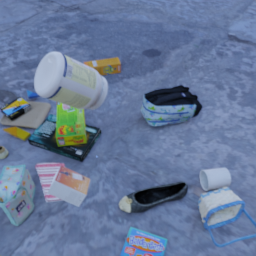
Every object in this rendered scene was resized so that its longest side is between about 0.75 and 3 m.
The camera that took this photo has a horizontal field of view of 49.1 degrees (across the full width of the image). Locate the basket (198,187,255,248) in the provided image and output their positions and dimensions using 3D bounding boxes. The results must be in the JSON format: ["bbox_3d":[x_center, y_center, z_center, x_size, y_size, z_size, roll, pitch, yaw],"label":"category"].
[{"bbox_3d":[3.008,2.731,8.620,1.444,1.139,1.638,-11,37,-9],"label":"basket"}]

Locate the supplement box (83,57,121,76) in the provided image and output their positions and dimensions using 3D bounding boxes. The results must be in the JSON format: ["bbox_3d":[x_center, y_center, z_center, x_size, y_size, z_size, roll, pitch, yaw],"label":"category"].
[{"bbox_3d":[-1.370,-3.218,14.918,1.919,0.639,0.660,-13,47,-12],"label":"supplement box"}]

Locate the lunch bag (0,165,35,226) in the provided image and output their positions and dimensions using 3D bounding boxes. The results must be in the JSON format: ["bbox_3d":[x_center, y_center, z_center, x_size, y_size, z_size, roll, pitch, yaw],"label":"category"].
[{"bbox_3d":[-3.622,2.175,9.044,0.945,1.321,1.550,-6,42,-2],"label":"lunch bag"}]

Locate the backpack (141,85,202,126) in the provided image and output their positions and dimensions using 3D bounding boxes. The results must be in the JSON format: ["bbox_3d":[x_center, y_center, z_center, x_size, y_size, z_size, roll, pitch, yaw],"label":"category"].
[{"bbox_3d":[1.673,-0.953,12.113,2.251,1.730,1.836,0,39,-33],"label":"backpack"}]

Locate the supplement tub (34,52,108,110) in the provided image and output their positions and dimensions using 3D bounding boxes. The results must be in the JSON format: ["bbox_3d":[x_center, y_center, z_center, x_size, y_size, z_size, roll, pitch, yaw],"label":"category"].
[{"bbox_3d":[-1.676,-1.327,8.418,1.866,1.353,1.353,18,28,-44],"label":"supplement tub"}]

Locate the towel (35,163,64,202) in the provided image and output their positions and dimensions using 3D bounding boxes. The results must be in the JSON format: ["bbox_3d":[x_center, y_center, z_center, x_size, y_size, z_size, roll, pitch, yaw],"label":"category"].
[{"bbox_3d":[-2.104,1.558,8.092,0.922,0.188,1.260,6,46,-44],"label":"towel"}]

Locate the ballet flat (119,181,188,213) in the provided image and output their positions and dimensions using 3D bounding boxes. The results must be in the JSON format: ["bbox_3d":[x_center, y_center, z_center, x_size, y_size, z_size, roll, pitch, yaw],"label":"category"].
[{"bbox_3d":[0.850,2.239,9.436,2.437,0.692,0.810,-13,47,-13],"label":"ballet flat"}]

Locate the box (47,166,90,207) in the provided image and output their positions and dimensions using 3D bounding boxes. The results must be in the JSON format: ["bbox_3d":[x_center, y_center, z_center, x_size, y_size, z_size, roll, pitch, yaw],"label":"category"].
[{"bbox_3d":[-1.345,1.333,6.436,0.788,0.419,0.600,28,25,-13],"label":"box"}]

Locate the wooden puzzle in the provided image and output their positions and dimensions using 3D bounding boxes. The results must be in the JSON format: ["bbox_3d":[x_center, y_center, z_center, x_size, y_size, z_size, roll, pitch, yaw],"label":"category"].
[{"bbox_3d":[-4.568,-0.587,12.553,1.897,0.329,2.811,14,47,9],"label":"wooden puzzle"}]

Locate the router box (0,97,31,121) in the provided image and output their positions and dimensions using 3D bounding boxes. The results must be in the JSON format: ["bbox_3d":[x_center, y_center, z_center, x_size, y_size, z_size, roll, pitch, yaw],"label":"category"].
[{"bbox_3d":[-4.976,-0.853,12.399,0.795,0.272,1.066,34,52,19],"label":"router box"}]

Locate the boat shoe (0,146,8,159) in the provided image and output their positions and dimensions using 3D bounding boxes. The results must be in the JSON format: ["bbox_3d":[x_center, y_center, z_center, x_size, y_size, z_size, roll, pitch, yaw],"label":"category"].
[{"bbox_3d":[-5.479,0.932,10.877,1.506,0.500,0.557,-6,45,-6],"label":"boat shoe"}]

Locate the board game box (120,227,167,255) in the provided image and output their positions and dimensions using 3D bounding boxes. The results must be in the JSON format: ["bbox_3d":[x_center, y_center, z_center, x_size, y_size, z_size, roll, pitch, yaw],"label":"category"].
[{"bbox_3d":[0.367,3.823,8.100,1.199,0.355,1.577,14,47,13],"label":"board game box"}]

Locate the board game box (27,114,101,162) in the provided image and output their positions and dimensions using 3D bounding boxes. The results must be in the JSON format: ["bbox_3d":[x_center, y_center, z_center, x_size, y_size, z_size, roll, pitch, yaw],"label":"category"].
[{"bbox_3d":[-2.584,0.351,11.563,2.505,0.353,1.694,17,47,16],"label":"board game box"}]

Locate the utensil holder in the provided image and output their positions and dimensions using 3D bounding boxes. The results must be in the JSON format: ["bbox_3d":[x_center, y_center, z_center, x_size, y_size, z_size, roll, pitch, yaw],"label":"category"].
[{"bbox_3d":[3.067,1.791,9.883,0.857,0.728,0.728,-7,45,-10],"label":"utensil holder"}]

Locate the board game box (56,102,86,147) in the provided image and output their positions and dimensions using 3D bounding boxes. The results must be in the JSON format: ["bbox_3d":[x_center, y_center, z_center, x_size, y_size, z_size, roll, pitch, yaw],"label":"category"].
[{"bbox_3d":[-2.358,-0.272,11.556,1.126,0.528,2.216,-7,45,-6],"label":"board game box"}]
